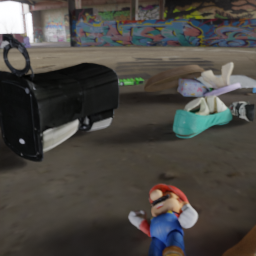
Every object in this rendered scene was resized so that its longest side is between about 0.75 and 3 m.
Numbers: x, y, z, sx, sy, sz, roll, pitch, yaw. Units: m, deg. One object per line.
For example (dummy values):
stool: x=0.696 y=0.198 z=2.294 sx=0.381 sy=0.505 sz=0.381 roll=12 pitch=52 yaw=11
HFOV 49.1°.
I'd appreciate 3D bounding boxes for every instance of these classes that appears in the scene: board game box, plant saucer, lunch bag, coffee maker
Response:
board game box: x=5.079 y=-2.310 z=14.598 sx=2.960 sy=0.383 sz=2.959 roll=0 pitch=20 yaw=1
plant saucer: x=2.026 y=-2.218 z=12.557 sx=2.800 sy=0.412 sz=2.800 roll=-15 pitch=-2 yaw=-1
lunch bag: x=2.990 y=-1.853 z=12.781 sx=1.238 sy=0.787 sz=1.050 roll=4 pitch=19 yaw=-6
coffee maker: x=-1.568 y=-0.839 z=7.083 sx=1.914 sy=2.730 sz=2.842 roll=40 pitch=37 yaw=17

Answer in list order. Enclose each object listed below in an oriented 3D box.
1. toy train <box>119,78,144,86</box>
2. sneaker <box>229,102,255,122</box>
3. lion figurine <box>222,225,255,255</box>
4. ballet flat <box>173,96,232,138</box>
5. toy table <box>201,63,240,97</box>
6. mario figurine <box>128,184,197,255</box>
toy train: x=0.163 y=-2.478 z=15.217 sx=1.533 sy=0.320 sz=0.432 roll=-11 pitch=33 yaw=-28
sneaker: x=3.848 y=-0.573 z=9.541 sx=0.728 sy=0.610 sz=1.646 roll=4 pitch=11 yaw=10
lion figurine: x=1.730 y=1.454 z=3.312 sx=2.574 sy=0.933 sz=1.576 roll=-17 pitch=-9 yaw=-25
ballet flat: x=2.425 y=-0.477 z=8.623 sx=2.801 sy=0.986 sz=0.943 roll=-18 pitch=26 yaw=-41
toy table: x=3.972 y=-2.022 z=12.134 sx=1.835 sy=1.074 sz=1.687 roll=-16 pitch=-3 yaw=-39
mario figurine: x=0.444 y=1.288 z=3.982 sx=0.973 sy=0.835 sz=1.576 roll=4 pitch=22 yaw=9
